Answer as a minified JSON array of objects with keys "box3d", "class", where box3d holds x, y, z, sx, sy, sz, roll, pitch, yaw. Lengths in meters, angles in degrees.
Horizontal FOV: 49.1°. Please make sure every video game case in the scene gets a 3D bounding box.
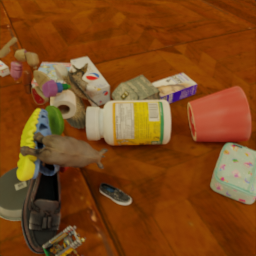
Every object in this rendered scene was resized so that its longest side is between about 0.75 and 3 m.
[{"box3d":[-3.746,-2.515,13.820,1.670,0.204,2.336,2,44,2],"class":"video game case"}]

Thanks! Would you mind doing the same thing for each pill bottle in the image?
[{"box3d":[-0.014,-0.182,10.337,2.947,1.662,1.662,-1,44,-1],"class":"pill bottle"}]

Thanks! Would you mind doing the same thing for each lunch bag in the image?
[{"box3d":[0.284,-1.344,12.051,1.713,1.007,1.405,-26,50,-16],"class":"lunch bag"},{"box3d":[3.737,1.442,9.297,1.595,0.766,1.989,20,47,20],"class":"lunch bag"}]

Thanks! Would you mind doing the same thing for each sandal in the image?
[{"box3d":[-2.436,0.482,7.850,1.024,0.934,2.351,18,47,-30],"class":"sandal"}]

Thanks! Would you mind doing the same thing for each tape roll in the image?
[{"box3d":[-2.154,-0.789,9.283,0.842,0.842,0.578,-7,49,-7],"class":"tape roll"}]

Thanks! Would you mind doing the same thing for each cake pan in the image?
[{"box3d":[-3.394,1.983,9.025,2.003,0.367,2.003,0,44,0],"class":"cake pan"}]

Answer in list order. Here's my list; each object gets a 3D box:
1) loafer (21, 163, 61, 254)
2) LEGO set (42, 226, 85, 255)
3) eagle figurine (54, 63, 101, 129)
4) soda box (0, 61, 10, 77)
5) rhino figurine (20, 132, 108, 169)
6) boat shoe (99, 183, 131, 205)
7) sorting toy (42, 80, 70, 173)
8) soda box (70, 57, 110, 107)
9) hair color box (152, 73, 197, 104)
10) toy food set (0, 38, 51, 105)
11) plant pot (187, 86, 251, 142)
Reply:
[{"box3d":[-2.436,2.038,8.108,1.034,0.906,2.878,15,49,-31],"class":"loafer"},{"box3d":[-1.299,3.286,7.029,0.964,1.279,1.663,-35,44,-10],"class":"LEGO set"},{"box3d":[-1.951,-1.450,10.962,1.807,1.817,2.394,-13,49,18],"class":"eagle figurine"},{"box3d":[-6.571,-3.097,14.275,1.293,0.412,0.440,35,54,30],"class":"soda box"},{"box3d":[-1.427,0.677,7.460,1.138,2.602,0.778,6,82,33],"class":"rhino figurine"},{"box3d":[-0.416,2.065,8.926,1.147,0.380,0.401,24,49,23],"class":"boat shoe"},{"box3d":[-1.996,-0.086,9.012,1.011,2.936,1.018,-14,13,-38],"class":"sorting toy"},{"box3d":[-1.782,-2.190,12.943,0.880,0.942,2.765,-19,47,-18],"class":"soda box"},{"box3d":[1.998,-1.756,12.734,1.958,0.634,1.070,-23,49,-19],"class":"hair color box"},{"box3d":[-3.887,-2.091,11.159,1.772,2.788,0.439,-24,14,34],"class":"toy food set"},{"box3d":[3.272,-0.383,10.425,1.862,2.105,2.105,-9,44,6],"class":"plant pot"}]
